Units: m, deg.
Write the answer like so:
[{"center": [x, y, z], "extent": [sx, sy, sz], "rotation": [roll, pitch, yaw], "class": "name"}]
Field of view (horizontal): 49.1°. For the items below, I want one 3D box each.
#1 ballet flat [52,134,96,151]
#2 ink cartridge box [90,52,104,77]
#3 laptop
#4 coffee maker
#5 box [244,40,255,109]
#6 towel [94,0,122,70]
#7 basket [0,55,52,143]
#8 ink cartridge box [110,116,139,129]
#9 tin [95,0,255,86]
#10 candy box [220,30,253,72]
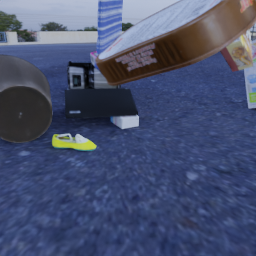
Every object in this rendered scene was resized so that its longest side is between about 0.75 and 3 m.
[{"center": [-1.383, 0.339, 7.079], "extent": [1.148, 0.385, 0.384], "rotation": [4, 21, 10], "class": "ballet flat"}, {"center": [0.159, -2.812, 10.880], "extent": [2.980, 0.553, 1.411], "rotation": [-19, 42, -17], "class": "ink cartridge box"}, {"center": [-1.029, -0.664, 9.576], "extent": [2.200, 1.282, 2.483], "rotation": [-2, -13, -12], "class": "laptop"}, {"center": [-1.596, -2.320, 13.051], "extent": [2.362, 1.591, 2.268], "rotation": [-1, -1, -6], "class": "coffee maker"}, {"center": [5.127, -1.991, 10.045], "extent": [1.226, 2.418, 1.360], "rotation": [-11, 6, -27], "class": "box"}, {"center": [-0.476, -2.937, 6.857], "extent": [0.322, 2.699, 1.954], "rotation": [9, 27, 8], "class": "towel"}, {"center": [-3.327, -0.884, 8.256], "extent": [2.551, 1.924, 2.829], "rotation": [19, 14, -32], "class": "basket"}, {"center": [-0.117, -0.283, 8.803], "extent": [0.596, 0.349, 0.825], "rotation": [-11, 22, -26], "class": "ink cartridge box"}, {"center": [0.362, -0.914, 2.790], "extent": [1.782, 0.373, 0.998], "rotation": [-6, 34, 49], "class": "tin"}, {"center": [2.669, -2.610, 7.065], "extent": [0.560, 2.024, 1.168], "rotation": [-11, -25, 34], "class": "candy box"}]
